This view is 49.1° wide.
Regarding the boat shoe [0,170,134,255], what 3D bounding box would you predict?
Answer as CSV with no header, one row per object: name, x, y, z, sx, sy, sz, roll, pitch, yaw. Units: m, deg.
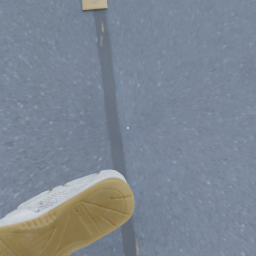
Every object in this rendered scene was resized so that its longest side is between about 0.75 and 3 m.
boat shoe,-1.250,1.512,4.303,2.827,0.980,1.001,-25,104,-4

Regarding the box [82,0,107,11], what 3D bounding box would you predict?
box,-1.091,-4.248,8.992,0.779,0.101,0.953,-6,83,-1
